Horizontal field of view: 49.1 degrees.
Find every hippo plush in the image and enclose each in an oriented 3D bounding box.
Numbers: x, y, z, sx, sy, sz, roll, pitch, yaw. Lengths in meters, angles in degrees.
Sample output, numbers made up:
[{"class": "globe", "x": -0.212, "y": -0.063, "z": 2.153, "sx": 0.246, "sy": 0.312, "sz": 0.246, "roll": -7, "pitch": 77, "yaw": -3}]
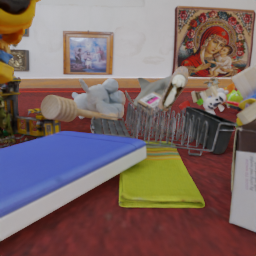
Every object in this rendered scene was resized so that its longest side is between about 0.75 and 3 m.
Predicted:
[{"class": "hippo plush", "x": -1.042, "y": -0.679, "z": 8.793, "sx": 1.397, "sy": 1.384, "sz": 1.738, "roll": -23, "pitch": -3, "yaw": 40}]

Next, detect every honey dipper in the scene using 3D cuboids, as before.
[{"class": "honey dipper", "x": -0.983, "y": -0.309, "z": 6.769, "sx": 0.510, "sy": 0.510, "sz": 2.685, "roll": 6, "pitch": -2, "yaw": 26}]

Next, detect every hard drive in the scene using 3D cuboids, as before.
[{"class": "hard drive", "x": -1.321, "y": 0.579, "z": 3.791, "sx": 1.916, "sy": 0.368, "sz": 2.904, "roll": 5, "pitch": 15, "yaw": 34}]

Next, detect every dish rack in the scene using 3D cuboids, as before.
[{"class": "dish rack", "x": 0.587, "y": -0.085, "z": 5.968, "sx": 2.724, "sy": 0.743, "sz": 2.090, "roll": 6, "pitch": 10, "yaw": -8}]

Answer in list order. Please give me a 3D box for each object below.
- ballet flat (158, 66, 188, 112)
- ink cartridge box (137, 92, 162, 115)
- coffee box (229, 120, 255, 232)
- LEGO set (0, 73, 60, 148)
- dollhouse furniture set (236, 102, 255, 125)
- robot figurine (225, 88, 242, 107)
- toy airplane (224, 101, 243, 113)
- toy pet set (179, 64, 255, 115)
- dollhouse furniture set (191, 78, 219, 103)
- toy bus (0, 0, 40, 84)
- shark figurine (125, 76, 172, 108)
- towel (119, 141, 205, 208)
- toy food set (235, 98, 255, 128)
[{"class": "ballet flat", "x": 1.477, "y": -1.204, "z": 8.808, "sx": 0.544, "sy": 1.597, "sz": 0.537, "roll": 26, "pitch": 5, "yaw": -3}, {"class": "ink cartridge box", "x": 0.845, "y": -0.865, "z": 9.844, "sx": 0.841, "sy": 0.316, "sz": 0.693, "roll": -32, "pitch": 45, "yaw": -30}, {"class": "coffee box", "x": 2.537, "y": 0.579, "z": 2.524, "sx": 2.712, "sy": 1.082, "sz": 1.533, "roll": 11, "pitch": 16, "yaw": 40}, {"class": "LEGO set", "x": -2.878, "y": -0.466, "z": 5.857, "sx": 2.254, "sy": 1.698, "sz": 2.931, "roll": 9, "pitch": 15, "yaw": 36}, {"class": "dollhouse furniture set", "x": 3.612, "y": -0.292, "z": 5.588, "sx": 2.236, "sy": 1.243, "sz": 1.978, "roll": -38, "pitch": -22, "yaw": 18}, {"class": "robot figurine", "x": 4.341, "y": -1.287, "z": 11.868, "sx": 0.999, "sy": 0.659, "sz": 1.139, "roll": -6, "pitch": 29, "yaw": -23}, {"class": "toy airplane", "x": 4.284, "y": -0.800, "z": 10.375, "sx": 2.283, "sy": 0.420, "sz": 2.283, "roll": 4, "pitch": 15, "yaw": -1}, {"class": "toy pet set", "x": 3.578, "y": -0.803, "z": 9.333, "sx": 2.677, "sy": 1.522, "sz": 2.867, "roll": -31, "pitch": -8, "yaw": 34}, {"class": "dollhouse furniture set", "x": 3.609, "y": -1.601, "z": 12.820, "sx": 0.777, "sy": 1.025, "sz": 1.170, "roll": -5, "pitch": -13, "yaw": -28}, {"class": "toy bus", "x": -3.017, "y": -1.484, "z": 5.013, "sx": 2.004, "sy": 2.835, "sz": 2.953, "roll": 3, "pitch": 16, "yaw": 34}, {"class": "shark figurine", "x": 0.662, "y": -1.494, "z": 11.352, "sx": 2.921, "sy": 1.219, "sz": 1.745, "roll": -35, "pitch": 3, "yaw": -38}, {"class": "towel", "x": 0.403, "y": 0.598, "z": 4.488, "sx": 1.054, "sy": 0.221, "sz": 2.449, "roll": -1, "pitch": 13, "yaw": 0}, {"class": "toy food set", "x": 2.771, "y": -0.037, "z": 6.008, "sx": 0.538, "sy": 0.969, "sz": 1.647, "roll": -23, "pitch": 19, "yaw": -3}]
